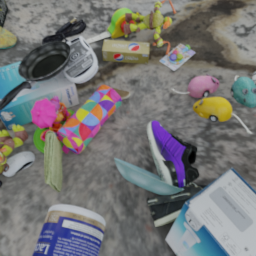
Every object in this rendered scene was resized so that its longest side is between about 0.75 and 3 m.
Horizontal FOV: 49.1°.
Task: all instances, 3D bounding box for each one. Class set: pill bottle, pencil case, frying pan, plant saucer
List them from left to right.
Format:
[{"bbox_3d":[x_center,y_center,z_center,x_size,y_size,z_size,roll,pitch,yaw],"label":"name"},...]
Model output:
[{"bbox_3d":[-2.376,-1.449,7.619,1.621,0.436,2.680,-7,52,15],"label":"frying pan"},{"bbox_3d":[-1.383,2.947,5.862,1.362,1.362,2.353,10,57,6],"label":"pill bottle"},{"bbox_3d":[-1.130,-0.261,8.167,0.990,0.990,2.240,30,61,18],"label":"pencil case"},{"bbox_3d":[0.425,1.241,6.736,1.814,1.814,0.349,23,87,14],"label":"plant saucer"}]

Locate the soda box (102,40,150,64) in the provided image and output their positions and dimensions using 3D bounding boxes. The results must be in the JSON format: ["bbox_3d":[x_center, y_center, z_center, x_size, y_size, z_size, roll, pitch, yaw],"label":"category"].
[{"bbox_3d":[-0.078,-2.731,10.059,1.661,0.532,0.563,5,61,2],"label":"soda box"}]

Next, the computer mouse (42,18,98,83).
[{"bbox_3d":[-1.647,-2.222,8.601,1.616,0.647,2.948,-32,53,4],"label":"computer mouse"}]

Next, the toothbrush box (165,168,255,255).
[{"bbox_3d":[1.916,2.379,5.384,1.186,2.781,2.036,-30,61,-20],"label":"toothbrush box"}]

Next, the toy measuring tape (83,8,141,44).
[{"bbox_3d":[-0.615,-3.916,10.644,2.640,0.971,0.971,-22,59,-14],"label":"toy measuring tape"}]

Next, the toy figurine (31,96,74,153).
[{"bbox_3d":[-2.094,-0.301,7.882,1.245,1.526,1.658,21,59,11],"label":"toy figurine"}]

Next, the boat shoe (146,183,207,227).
[{"bbox_3d":[1.589,1.679,7.013,2.297,0.825,0.777,-20,62,-10],"label":"boat shoe"}]

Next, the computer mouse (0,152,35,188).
[{"bbox_3d":[-3.260,1.053,7.738,1.383,0.303,0.758,-35,62,-20],"label":"computer mouse"}]

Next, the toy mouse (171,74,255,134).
[{"bbox_3d":[2.906,-1.216,8.645,2.939,0.569,2.612,23,50,36],"label":"toy mouse"}]

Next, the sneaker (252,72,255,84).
[{"bbox_3d":[4.757,-1.563,9.446,1.121,0.428,0.451,10,68,13],"label":"sneaker"}]

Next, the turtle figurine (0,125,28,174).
[{"bbox_3d":[-3.354,0.789,7.182,0.794,2.464,1.987,45,38,-20],"label":"turtle figurine"}]

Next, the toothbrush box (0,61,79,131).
[{"bbox_3d":[-2.989,-1.233,8.806,2.361,1.007,1.729,-24,59,-15],"label":"toothbrush box"}]

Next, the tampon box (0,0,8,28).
[{"bbox_3d":[-5.529,-4.707,11.197,0.999,0.842,1.334,-3,57,-2],"label":"tampon box"}]

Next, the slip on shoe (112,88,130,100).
[{"bbox_3d":[-0.415,-1.150,9.108,0.964,0.292,0.366,5,44,13],"label":"slip on shoe"}]

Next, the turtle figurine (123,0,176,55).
[{"bbox_3d":[0.757,-3.583,9.782,1.783,0.712,2.211,0,78,11],"label":"turtle figurine"}]

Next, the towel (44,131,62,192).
[{"bbox_3d":[-1.924,0.890,7.299,0.261,1.062,1.432,-6,67,-1],"label":"towel"}]

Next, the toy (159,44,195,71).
[{"bbox_3d":[1.808,-2.660,10.186,0.707,0.290,1.228,39,65,23],"label":"toy"}]

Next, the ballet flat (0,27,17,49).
[{"bbox_3d":[-5.662,-3.643,10.437,2.900,1.025,1.025,12,58,7],"label":"ballet flat"}]

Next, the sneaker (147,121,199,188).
[{"bbox_3d":[1.229,0.622,7.472,1.152,0.805,2.316,-14,43,0],"label":"sneaker"}]
